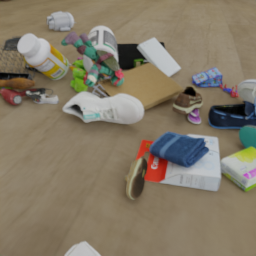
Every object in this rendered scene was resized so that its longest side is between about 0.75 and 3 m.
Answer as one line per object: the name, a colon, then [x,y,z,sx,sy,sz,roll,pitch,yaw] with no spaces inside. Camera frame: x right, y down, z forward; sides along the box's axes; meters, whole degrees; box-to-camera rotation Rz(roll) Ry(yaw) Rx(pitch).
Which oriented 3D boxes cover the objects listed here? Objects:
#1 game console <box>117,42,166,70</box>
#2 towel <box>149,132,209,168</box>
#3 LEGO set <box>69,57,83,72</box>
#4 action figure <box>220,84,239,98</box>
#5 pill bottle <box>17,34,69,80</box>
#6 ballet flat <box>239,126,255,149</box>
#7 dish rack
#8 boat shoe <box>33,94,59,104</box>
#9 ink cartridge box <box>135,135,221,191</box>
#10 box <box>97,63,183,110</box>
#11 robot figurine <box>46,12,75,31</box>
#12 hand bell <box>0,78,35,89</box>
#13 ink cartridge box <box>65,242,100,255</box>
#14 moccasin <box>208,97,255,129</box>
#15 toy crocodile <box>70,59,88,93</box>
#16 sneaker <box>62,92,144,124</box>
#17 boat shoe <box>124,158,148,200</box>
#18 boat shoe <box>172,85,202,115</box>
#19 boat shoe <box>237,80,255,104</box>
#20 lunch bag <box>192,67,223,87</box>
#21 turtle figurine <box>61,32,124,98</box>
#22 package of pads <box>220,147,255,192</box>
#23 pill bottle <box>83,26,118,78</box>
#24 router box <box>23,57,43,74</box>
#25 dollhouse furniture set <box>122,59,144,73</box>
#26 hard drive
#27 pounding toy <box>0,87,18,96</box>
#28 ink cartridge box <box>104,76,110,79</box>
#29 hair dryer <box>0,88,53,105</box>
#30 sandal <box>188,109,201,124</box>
game console: [0.600,-3.733,15.047,2.648,1.541,2.329,-4,63,-5]
towel: [1.298,0.534,7.590,0.933,0.406,1.672,-38,25,-19]
LEGO set: [-2.718,-3.145,14.009,0.470,0.437,1.144,24,46,37]
action figure: [4.250,-1.640,11.566,0.356,0.539,1.090,-8,36,-15]
pill bottle: [-3.654,-3.062,12.096,1.206,2.172,1.206,-7,71,21]
ballet flat: [4.130,0.706,7.832,0.864,0.864,2.328,-14,37,-20]
dish rack: [-5.040,-3.102,12.592,2.033,0.723,2.650,4,69,5]
boat shoe: [-3.232,-1.164,10.948,1.015,0.354,0.360,5,33,10]
ink cartridge box: [1.344,0.794,7.752,2.250,0.532,1.801,8,33,10]
box: [0.458,-1.571,10.984,2.661,0.283,2.176,-25,53,-24]
robot figurine: [-4.889,-7.803,20.532,2.069,1.168,1.754,-18,76,-26]
hand bell: [-5.164,-1.746,11.160,2.752,1.433,1.433,-3,32,-21]
ink cartridge box: [-0.285,2.912,3.338,2.398,1.011,1.752,33,67,34]
moccasin: [3.823,-0.453,9.071,2.352,0.802,0.946,-8,38,11]
toy crocodile: [-2.095,-2.366,12.448,0.730,0.798,2.365,11,33,-12]
sneaker: [-0.902,-0.522,9.324,2.842,1.069,1.258,8,26,30]
boat shoe: [0.135,1.298,7.064,0.495,0.466,1.301,-15,26,26]
boat shoe: [2.287,-1.124,10.153,0.813,0.814,2.202,18,24,19]
boat shoe: [4.800,-0.712,9.791,1.214,1.052,2.848,-26,49,-25]
lunch bag: [3.447,-2.146,12.444,1.224,0.576,0.922,-12,33,4]
turtle figurine: [-1.122,-2.309,10.645,1.479,2.937,2.199,-40,-2,5]
package of pads: [3.190,1.040,7.441,1.281,0.437,0.990,-18,37,-25]
pill bottle: [-1.262,-3.628,13.040,1.542,1.542,2.727,-1,40,-2]
router box: [-4.454,-3.255,13.552,1.433,1.069,0.366,19,36,27]
dollhouse furniture set: [0.207,-2.576,12.810,1.445,0.725,0.946,-13,35,-20]
hard drive: [1.474,-3.297,13.246,1.989,0.261,1.311,50,51,3]
pounding toy: [-5.150,-1.676,11.656,0.957,0.444,0.739,15,38,22]
ink cartridge box: [-1.232,-2.555,13.219,1.130,0.250,0.531,17,37,24]
hair dryer: [-4.161,-1.272,11.150,2.026,0.550,1.543,7,18,2]
sandal: [2.346,-0.493,9.978,0.447,0.270,1.098,3,31,5]
